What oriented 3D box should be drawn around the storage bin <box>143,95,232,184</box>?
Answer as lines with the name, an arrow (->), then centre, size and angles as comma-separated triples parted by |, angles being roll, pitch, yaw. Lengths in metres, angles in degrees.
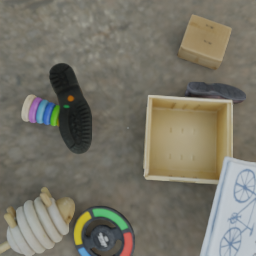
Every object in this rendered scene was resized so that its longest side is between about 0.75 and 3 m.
storage bin -> 1.486, 0.348, 7.303 | 2.104, 0.986, 2.089 | 4, 80, 0

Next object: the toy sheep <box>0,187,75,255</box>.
toy sheep -> -2.211, 2.336, 6.768 | 2.014, 1.389, 1.389 | -29, 81, -10

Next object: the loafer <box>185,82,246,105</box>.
loafer -> 2.401, -0.906, 7.827 | 1.675, 0.527, 0.602 | 8, 49, -6

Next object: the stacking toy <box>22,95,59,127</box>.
stacking toy -> -1.917, -0.318, 7.638 | 1.753, 0.748, 0.748 | 16, 80, -5

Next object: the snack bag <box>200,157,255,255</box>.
snack bag -> 2.907, 2.115, 6.479 | 2.853, 0.305, 2.690 | 11, 92, -31

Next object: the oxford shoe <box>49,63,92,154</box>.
oxford shoe -> -1.332, -0.428, 7.042 | 0.817, 0.949, 2.248 | -12, 78, -3

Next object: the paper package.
paper package -> 2.163, -2.430, 7.965 | 1.211, 0.627, 1.154 | 20, 79, 4

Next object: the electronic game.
electronic game -> -0.624, 2.746, 6.978 | 1.633, 0.340, 1.633 | 1, 95, 16
